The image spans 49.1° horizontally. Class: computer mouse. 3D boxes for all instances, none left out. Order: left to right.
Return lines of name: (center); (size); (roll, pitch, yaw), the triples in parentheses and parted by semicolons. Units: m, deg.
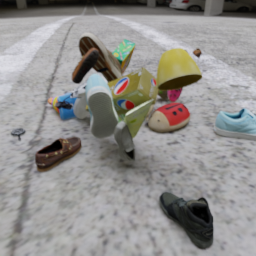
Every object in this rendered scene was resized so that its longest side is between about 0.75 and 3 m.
computer mouse: (-1.686, -1.255, 10.118); (2.063, 0.452, 1.131); (-42, 21, -27)

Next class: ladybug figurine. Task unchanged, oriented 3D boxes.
ladybug figurine: (1.714, -0.508, 11.437); (2.048, 0.737, 1.390); (-24, 36, -33)

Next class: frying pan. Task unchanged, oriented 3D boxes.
frying pan: (-4.298, 0.235, 10.779); (0.573, 0.154, 0.948); (-1, 25, -1)

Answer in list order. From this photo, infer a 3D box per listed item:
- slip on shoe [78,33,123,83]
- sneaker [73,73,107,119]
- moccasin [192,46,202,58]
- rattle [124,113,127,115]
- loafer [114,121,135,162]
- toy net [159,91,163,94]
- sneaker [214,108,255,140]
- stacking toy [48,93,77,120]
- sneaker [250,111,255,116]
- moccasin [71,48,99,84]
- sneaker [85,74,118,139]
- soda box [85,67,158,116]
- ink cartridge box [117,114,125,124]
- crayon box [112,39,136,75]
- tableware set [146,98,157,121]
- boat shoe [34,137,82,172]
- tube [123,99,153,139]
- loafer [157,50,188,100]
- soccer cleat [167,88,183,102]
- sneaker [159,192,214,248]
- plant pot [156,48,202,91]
slip on shoe: (-1.012, -2.854, 11.502); (1.088, 2.861, 0.867); (-6, 55, 31)
sneaker: (-1.357, -0.923, 11.299); (0.832, 2.259, 1.305); (-12, 55, -48)
moccasin: (2.662, -2.907, 10.728); (0.318, 0.335, 0.868); (35, 20, -2)
rattle: (0.164, -0.907, 10.620); (1.040, 0.677, 0.743); (-9, -18, -46)
loafer: (-0.041, 0.433, 8.287); (0.551, 1.578, 0.552); (27, 60, 28)
toy net: (1.136, -1.781, 11.484); (0.921, 0.483, 0.178); (31, 42, -10)
sneaker: (4.611, -0.185, 10.578); (2.550, 1.045, 0.942); (2, 29, 3)
stacking toy: (-3.032, -1.067, 12.491); (1.031, 1.091, 1.879); (-22, 25, -38)
sneaker: (5.261, -0.368, 11.459); (1.404, 0.537, 0.804); (2, 34, 16)
moccasin: (-1.642, -2.368, 10.544); (0.569, 1.557, 0.601); (8, 43, -39)
sneaker: (-0.791, -0.623, 8.507); (0.904, 2.446, 1.002); (-6, 56, -8)
soda box: (-0.249, -1.012, 9.092); (2.557, 0.819, 0.866); (-15, 51, 44)
ink cartridge box: (-0.015, -0.810, 11.691); (1.835, 0.544, 0.953); (-23, 79, -40)
crayon box: (-0.395, -3.255, 13.655); (0.658, 1.342, 2.260); (24, 41, 2)
tableware set: (1.280, -1.669, 11.567); (0.321, 2.766, 2.311); (27, 31, -4)
boat shoe: (-2.258, 0.705, 9.312); (0.690, 0.689, 1.960); (13, 30, 26)
tube: (0.167, -0.204, 8.613); (0.609, 2.347, 0.681); (17, 71, -2)
loafer: (2.030, -2.536, 13.287); (0.860, 2.552, 0.970); (11, 24, -34)
soccer cleat: (1.983, -1.927, 12.002); (0.609, 1.744, 0.753); (15, -6, -21)
sneaker: (1.395, 1.900, 6.741); (0.677, 1.014, 1.770); (-11, 28, -24)
plant pot: (1.259, -1.583, 7.425); (1.209, 0.858, 1.209); (-12, -9, -2)
